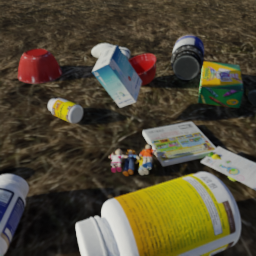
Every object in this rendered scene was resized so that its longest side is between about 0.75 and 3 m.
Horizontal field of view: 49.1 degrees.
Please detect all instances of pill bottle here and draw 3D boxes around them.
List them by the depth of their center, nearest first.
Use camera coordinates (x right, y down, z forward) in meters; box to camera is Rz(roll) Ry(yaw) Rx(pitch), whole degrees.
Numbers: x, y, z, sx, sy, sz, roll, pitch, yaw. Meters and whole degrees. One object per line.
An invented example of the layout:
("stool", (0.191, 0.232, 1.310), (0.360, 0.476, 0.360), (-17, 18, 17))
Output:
("pill bottle", (0.529, 1.894, 5.256), (2.813, 1.537, 1.537), (-13, 37, -19))
("pill bottle", (-2.741, 1.804, 5.916), (0.934, 0.934, 1.613), (2, 35, 2))
("pill bottle", (2.041, -2.418, 9.594), (1.089, 1.089, 1.947), (7, 36, 10))
("pill bottle", (-2.190, -0.624, 9.653), (1.195, 0.653, 0.653), (21, 40, 29))

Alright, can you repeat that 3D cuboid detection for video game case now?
("video game case", (1.534, 0.437, 8.540), (1.760, 0.201, 1.602), (-10, 36, -15))

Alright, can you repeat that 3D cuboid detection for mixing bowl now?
("mixing bowl", (0.565, -2.337, 11.786), (1.521, 0.824, 1.521), (-16, 41, 14))
("mixing bowl", (-4.034, -2.885, 12.573), (1.961, 1.062, 1.961), (0, 34, 0))

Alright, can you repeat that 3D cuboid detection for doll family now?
("doll family", (0.183, 0.897, 7.671), (1.377, 0.621, 0.855), (-10, 39, 17))

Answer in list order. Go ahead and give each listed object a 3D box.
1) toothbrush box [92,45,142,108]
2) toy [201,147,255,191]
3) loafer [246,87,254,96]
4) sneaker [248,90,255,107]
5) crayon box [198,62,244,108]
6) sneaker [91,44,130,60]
("toothbrush box", (-0.301, -1.606, 8.879), (0.663, 1.554, 1.138), (-16, 37, 30))
("toy", (2.820, 1.117, 7.411), (0.903, 0.370, 1.568), (-30, 44, -32))
("loafer", (4.861, -1.179, 10.769), (0.367, 0.326, 0.966), (-11, 52, -9))
("sneaker", (5.232, -1.097, 10.339), (1.674, 0.640, 0.959), (13, 34, 8))
("crayon box", (3.678, -1.801, 11.250), (1.524, 0.748, 2.566), (8, 36, 12))
("sneaker", (-0.926, -3.678, 14.037), (2.009, 0.767, 0.809), (7, 45, 13))
